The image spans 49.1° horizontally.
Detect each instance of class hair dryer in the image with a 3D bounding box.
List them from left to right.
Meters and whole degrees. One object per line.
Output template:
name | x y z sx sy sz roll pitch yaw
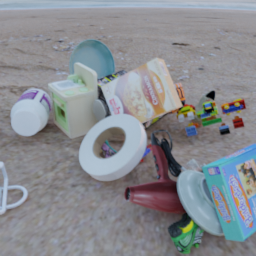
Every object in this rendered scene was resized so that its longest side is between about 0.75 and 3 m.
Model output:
hair dryer | 0.892 1.276 7.374 2.124 0.758 2.789 40 39 18

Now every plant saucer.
plant saucer | -1.712 -2.764 12.951 2.547 2.547 0.458 -26 24 -37
plant saucer | 1.937 1.652 6.652 1.701 0.427 1.701 27 36 -21

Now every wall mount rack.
wall mount rack | -3.828 1.801 6.723 2.561 0.955 2.225 -10 31 -15

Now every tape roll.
tape roll | -0.472 0.529 8.291 2.152 0.393 2.152 -19 47 21

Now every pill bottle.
pill bottle | -3.558 -0.566 10.309 1.270 1.270 2.263 -4 23 -7

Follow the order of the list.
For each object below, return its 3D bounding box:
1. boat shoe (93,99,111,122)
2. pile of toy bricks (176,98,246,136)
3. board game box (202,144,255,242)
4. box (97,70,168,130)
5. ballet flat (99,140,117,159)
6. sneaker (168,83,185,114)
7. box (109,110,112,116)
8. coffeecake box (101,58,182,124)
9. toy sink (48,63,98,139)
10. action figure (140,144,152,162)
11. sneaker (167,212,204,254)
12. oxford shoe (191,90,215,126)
boat shoe | -0.851 -0.425 10.007 0.521 1.560 0.445 8 42 27
pile of toy bricks | 3.031 -0.513 10.230 2.330 1.293 1.150 -14 31 20
board game box | 2.814 1.369 6.531 2.175 1.654 0.489 -13 -6 -36
box | 0.152 -1.254 11.487 2.882 0.638 2.309 34 38 20
ballet flat | -0.848 0.654 9.173 0.610 0.592 1.714 -44 38 0
sneaker | 1.347 -0.961 10.288 0.699 1.009 1.801 -23 8 -33
box | -0.778 -0.893 11.830 1.003 0.549 1.136 14 32 21
coffeecake box | 0.433 -1.075 9.569 2.246 1.724 0.821 -23 -3 25
toy sink | -2.029 -1.027 10.267 1.291 2.304 1.502 -19 37 -33
action figure | 0.314 0.896 8.952 1.348 0.348 0.441 -20 30 -23
sneaker | 1.447 2.304 6.349 0.587 0.641 1.505 -19 -3 44
oxford shoe | 3.047 -0.861 11.307 0.688 0.730 1.953 27 49 5
